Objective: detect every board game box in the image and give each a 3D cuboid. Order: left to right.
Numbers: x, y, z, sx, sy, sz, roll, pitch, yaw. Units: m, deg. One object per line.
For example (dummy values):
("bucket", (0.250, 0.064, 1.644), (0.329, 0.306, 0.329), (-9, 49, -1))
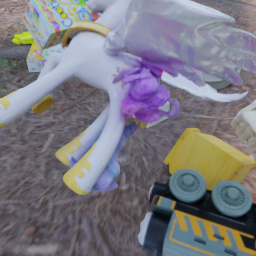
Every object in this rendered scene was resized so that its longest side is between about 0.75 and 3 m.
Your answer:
("board game box", (-2.567, -2.985, 10.472), (1.897, 0.483, 2.822), (-5, 38, -6))
("board game box", (-1.547, -2.696, 6.873), (1.668, 0.875, 0.859), (-35, 7, -34))

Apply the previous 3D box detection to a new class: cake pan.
("cake pan", (2.344, -1.961, 9.199), (2.495, 0.458, 2.495), (0, 38, 0))

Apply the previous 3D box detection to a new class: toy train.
("toy train", (1.431, 1.615, 4.246), (2.574, 1.097, 1.467), (15, 50, 18))

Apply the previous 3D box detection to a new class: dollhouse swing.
("dollhouse swing", (1.770, 0.788, 5.882), (1.378, 1.211, 1.252), (36, 92, 36))

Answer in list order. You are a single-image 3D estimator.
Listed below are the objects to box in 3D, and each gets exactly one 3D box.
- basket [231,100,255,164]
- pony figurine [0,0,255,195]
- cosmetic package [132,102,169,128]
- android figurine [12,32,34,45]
("basket", (1.919, -0.114, 2.395), (1.812, 1.228, 1.118), (-37, 76, 10))
("pony figurine", (-0.041, -0.544, 2.837), (2.228, 1.922, 2.308), (35, 91, 14))
("cosmetic package", (0.389, -0.626, 7.440), (0.741, 0.533, 1.313), (-27, 46, -27))
("android figurine", (-4.192, -3.718, 11.618), (1.187, 0.244, 1.080), (27, 45, 31))
